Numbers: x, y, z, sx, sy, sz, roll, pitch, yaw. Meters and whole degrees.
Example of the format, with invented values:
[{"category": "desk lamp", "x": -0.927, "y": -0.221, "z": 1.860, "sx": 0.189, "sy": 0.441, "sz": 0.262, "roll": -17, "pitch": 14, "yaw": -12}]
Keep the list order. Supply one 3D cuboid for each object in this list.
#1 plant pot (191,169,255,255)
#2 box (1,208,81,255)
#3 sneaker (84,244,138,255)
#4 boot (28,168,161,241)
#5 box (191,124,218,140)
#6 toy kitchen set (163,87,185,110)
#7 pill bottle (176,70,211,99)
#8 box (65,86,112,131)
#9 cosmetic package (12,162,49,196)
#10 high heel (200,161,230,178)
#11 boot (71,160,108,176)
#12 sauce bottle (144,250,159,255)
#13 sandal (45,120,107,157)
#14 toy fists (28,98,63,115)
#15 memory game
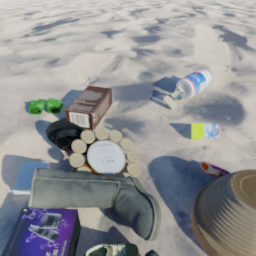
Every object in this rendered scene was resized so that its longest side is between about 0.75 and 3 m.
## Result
[{"category": "plant pot", "x": 3.110, "y": 1.993, "z": 6.821, "sx": 2.950, "sy": 1.362, "sz": 2.950, "roll": 0, "pitch": 34, "yaw": 0}, {"category": "box", "x": -1.927, "y": 2.777, "z": 6.155, "sx": 1.404, "sy": 0.785, "sz": 1.990, "roll": -1, "pitch": 33, "yaw": 3}, {"category": "sneaker", "x": -0.375, "y": 2.801, "z": 6.195, "sx": 1.290, "sy": 0.579, "sz": 0.433, "roll": -7, "pitch": 52, "yaw": -10}, {"category": "boot", "x": -0.889, "y": 1.722, "z": 6.706, "sx": 2.828, "sy": 1.026, "sz": 2.571, "roll": 14, "pitch": 7, "yaw": -22}, {"category": "box", "x": 2.812, "y": 0.142, "z": 10.327, "sx": 0.958, "sy": 0.228, "sz": 0.584, "roll": 1, "pitch": 73, "yaw": 6}, {"category": "toy kitchen set", "x": 2.148, "y": -1.234, "z": 12.678, "sx": 1.019, "sy": 0.816, "sz": 0.600, "roll": -36, "pitch": 73, "yaw": -8}, {"category": "pill bottle", "x": 3.205, "y": -2.166, "z": 13.482, "sx": 0.992, "sy": 0.992, "sz": 1.768, "roll": 27, "pitch": 45, "yaw": 35}, {"category": "box", "x": -1.575, "y": -0.896, "z": 11.738, "sx": 1.182, "sy": 0.884, "sz": 2.360, "roll": 9, "pitch": 36, "yaw": 14}, {"category": "cosmetic package", "x": -2.895, "y": 1.509, "z": 8.455, "sx": 0.842, "sy": 0.289, "sz": 1.117, "roll": -2, "pitch": 38, "yaw": -2}, {"category": "high heel", "x": 2.764, "y": 1.331, "z": 8.905, "sx": 0.475, "sy": 0.333, "sz": 0.988, "roll": 2, "pitch": 23, "yaw": -42}, {"category": "boot", "x": -1.127, "y": 1.465, "z": 8.435, "sx": 1.126, "sy": 0.556, "sz": 1.450, "roll": 0, "pitch": 22, "yaw": 2}, {"category": "sauce bottle", "x": -0.370, "y": 3.242, "z": 5.351, "sx": 2.490, "sy": 0.806, "sz": 0.806, "roll": -23, "pitch": 39, "yaw": -29}, {"category": "sandal", "x": -1.786, "y": 0.445, "z": 9.406, "sx": 2.756, "sy": 1.036, "sz": 0.660, "roll": 17, "pitch": 22, "yaw": 24}, {"category": "toy fists", "x": -3.580, "y": -0.968, "z": 12.175, "sx": 1.463, "sy": 0.503, "sz": 0.746, "roll": -4, "pitch": 33, "yaw": -5}, {"category": "memory game", "x": -0.690, "y": 0.944, "z": 8.635, "sx": 2.279, "sy": 0.145, "sz": 2.279, "roll": 11, "pitch": 54, "yaw": -15}]
